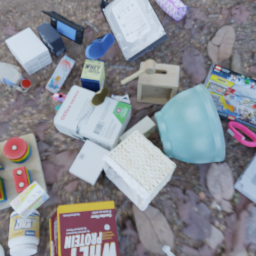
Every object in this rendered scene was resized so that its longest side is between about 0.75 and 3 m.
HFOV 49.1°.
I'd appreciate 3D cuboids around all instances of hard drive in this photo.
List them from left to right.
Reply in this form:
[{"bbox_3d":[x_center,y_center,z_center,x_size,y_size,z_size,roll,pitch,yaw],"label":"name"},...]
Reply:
[{"bbox_3d":[0.245,-4.264,11.395,1.886,0.511,2.699,-29,73,20],"label":"hard drive"}]

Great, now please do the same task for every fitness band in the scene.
[{"bbox_3d":[4.079,0.201,9.987,0.890,0.232,1.239,-5,40,-33],"label":"fitness band"}]

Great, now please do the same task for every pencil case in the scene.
[{"bbox_3d":[1.854,-5.701,12.740,0.786,0.800,1.872,-46,68,16],"label":"pencil case"}]

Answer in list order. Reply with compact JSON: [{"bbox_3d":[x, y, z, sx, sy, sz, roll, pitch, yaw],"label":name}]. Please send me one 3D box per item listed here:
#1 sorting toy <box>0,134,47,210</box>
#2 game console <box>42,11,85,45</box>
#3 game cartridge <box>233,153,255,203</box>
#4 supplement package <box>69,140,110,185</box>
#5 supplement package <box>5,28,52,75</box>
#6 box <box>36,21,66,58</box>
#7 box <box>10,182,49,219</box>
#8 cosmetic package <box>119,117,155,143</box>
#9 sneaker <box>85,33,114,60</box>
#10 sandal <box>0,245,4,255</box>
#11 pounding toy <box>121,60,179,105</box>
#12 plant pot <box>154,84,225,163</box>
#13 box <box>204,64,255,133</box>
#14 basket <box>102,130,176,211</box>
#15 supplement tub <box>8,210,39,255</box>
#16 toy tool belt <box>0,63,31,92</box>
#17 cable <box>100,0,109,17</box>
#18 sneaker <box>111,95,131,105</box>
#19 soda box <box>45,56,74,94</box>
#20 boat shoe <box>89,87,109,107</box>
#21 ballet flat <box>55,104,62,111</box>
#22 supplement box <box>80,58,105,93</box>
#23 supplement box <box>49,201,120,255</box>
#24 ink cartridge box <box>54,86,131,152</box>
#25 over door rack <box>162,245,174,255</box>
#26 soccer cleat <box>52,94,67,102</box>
[{"bbox_3d":[-4.264,1.465,9.595,2.359,0.821,2.344,-18,67,-7],"label":"sorting toy"},{"bbox_3d":[-2.650,-4.018,11.363,1.547,1.361,0.900,29,54,0],"label":"game console"},{"bbox_3d":[5.041,1.609,9.750,1.677,0.509,2.515,37,71,18],"label":"game cartridge"},{"bbox_3d":[-1.288,1.190,9.519,0.929,0.661,1.193,28,72,2],"label":"supplement package"},{"bbox_3d":[-4.096,-3.169,11.603,1.143,0.814,1.468,-36,72,-15],"label":"supplement package"},{"bbox_3d":[-3.218,-3.698,11.775,0.559,0.978,1.074,-39,71,-15],"label":"box"},{"bbox_3d":[-2.761,2.032,7.864,0.449,0.498,0.885,38,67,22],"label":"box"},{"bbox_3d":[0.336,0.254,10.202,1.334,0.691,0.488,-37,69,-14],"label":"cosmetic package"},{"bbox_3d":[-1.214,-3.114,10.929,0.686,0.618,1.761,-9,30,39],"label":"sneaker"},{"bbox_3d":[-4.340,4.827,8.166,1.117,0.675,2.745,9,59,-15],"label":"sandal"},{"bbox_3d":[0.812,-1.889,10.174,2.006,2.284,1.045,7,66,3],"label":"pounding toy"},{"bbox_3d":[1.903,0.053,9.370,1.761,2.628,2.628,-15,67,4],"label":"plant pot"},{"bbox_3d":[4.033,-0.930,9.999,2.861,1.954,0.539,25,61,10],"label":"box"},{"bbox_3d":[0.352,1.409,9.062,1.511,1.862,1.878,-41,70,-18],"label":"basket"},{"bbox_3d":[-3.198,3.222,8.643,0.881,0.881,1.217,-10,53,-4],"label":"supplement tub"},{"bbox_3d":[-4.536,-1.908,11.050,1.555,0.956,0.971,28,73,-8],"label":"toy tool belt"},{"bbox_3d":[-0.339,-5.522,12.502,1.971,0.501,1.608,28,102,10],"label":"cable"},{"bbox_3d":[-0.234,-1.124,11.037,0.808,0.326,0.467,27,65,4],"label":"sneaker"},{"bbox_3d":[-2.711,-2.123,11.191,0.479,0.515,1.507,30,69,-21],"label":"soda box"},{"bbox_3d":[-1.025,-1.005,9.701,0.419,0.376,1.132,48,40,-8],"label":"boat shoe"},{"bbox_3d":[-2.488,-0.830,10.893,0.798,0.268,0.272,-29,82,-24],"label":"ballet flat"},{"bbox_3d":[-1.351,-1.967,10.967,0.708,1.055,1.054,9,65,2],"label":"supplement box"},{"bbox_3d":[-1.284,3.403,7.773,1.490,2.245,2.214,1,65,-21],"label":"supplement box"},{"bbox_3d":[-1.267,-0.330,10.295,2.327,0.966,1.705,21,68,9],"label":"ink cartridge box"},{"bbox_3d":[1.482,5.170,7.915,2.901,0.966,2.144,42,73,16],"label":"over door rack"},{"bbox_3d":[-2.430,-1.133,10.449,0.332,0.868,0.290,-19,81,31],"label":"soccer cleat"}]
